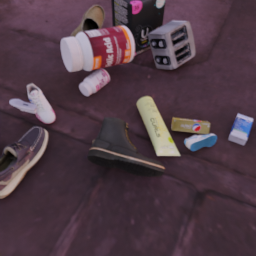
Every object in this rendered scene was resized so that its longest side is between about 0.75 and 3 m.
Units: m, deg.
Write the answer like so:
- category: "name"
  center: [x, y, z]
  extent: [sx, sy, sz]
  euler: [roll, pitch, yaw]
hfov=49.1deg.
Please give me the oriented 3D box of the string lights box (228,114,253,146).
- category: "string lights box"
  center: [4.023, 0.044, 9.987]
  extent: [0.568, 0.326, 1.105]
  euler: [22, 54, 17]

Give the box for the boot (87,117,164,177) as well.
- category: "boot"
  center: [0.087, 0.523, 8.971]
  extent: [2.402, 0.931, 1.662]
  euler: [17, 59, -2]

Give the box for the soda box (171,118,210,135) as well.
- category: "soda box"
  center: [2.195, -0.070, 9.920]
  extent: [1.289, 0.413, 0.437]
  euler: [6, 10, 5]

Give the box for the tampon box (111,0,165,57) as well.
- category: "tampon box"
  center: [0.434, -4.895, 12.639]
  extent: [1.857, 2.478, 1.564]
  euler: [-30, 57, -23]

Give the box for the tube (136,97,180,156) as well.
- category: "tube"
  center: [0.993, -0.035, 9.876]
  extent: [0.728, 0.651, 2.508]
  euler: [-22, 54, 3]

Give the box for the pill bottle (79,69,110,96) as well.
- category: "pill bottle"
  center: [-1.366, -1.827, 11.298]
  extent: [0.674, 0.674, 1.188]
  euler: [33, 59, 24]

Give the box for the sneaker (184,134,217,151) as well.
- category: "sneaker"
  center: [2.503, 0.420, 9.597]
  extent: [1.197, 0.458, 0.483]
  euler: [-11, 27, -22]

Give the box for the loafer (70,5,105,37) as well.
- category: "loafer"
  center: [-1.748, -4.969, 13.512]
  extent: [0.939, 1.059, 2.785]
  euler: [-10, 48, 45]

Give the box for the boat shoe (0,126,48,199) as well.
- category: "boat shoe"
  center: [-3.489, 0.896, 8.782]
  extent: [0.948, 0.854, 2.637]
  euler: [10, 54, 30]

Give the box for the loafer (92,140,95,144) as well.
- category: "loafer"
  center: [-0.696, 0.649, 9.467]
  extent: [1.066, 0.405, 0.359]
  euler: [6, 62, 1]

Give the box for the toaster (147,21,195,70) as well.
- category: "toaster"
  center: [1.922, -3.558, 11.973]
  extent: [1.820, 1.646, 1.080]
  euler: [-34, 35, -22]

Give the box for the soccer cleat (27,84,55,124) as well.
- category: "soccer cleat"
  center: [-3.326, -0.911, 10.422]
  extent: [0.634, 0.783, 1.814]
  euler: [-31, 60, -15]

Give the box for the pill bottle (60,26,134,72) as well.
- category: "pill bottle"
  center: [-1.202, -3.092, 11.065]
  extent: [2.621, 1.496, 1.496]
  euler: [-18, 53, -23]

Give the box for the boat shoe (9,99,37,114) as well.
- category: "boat shoe"
  center: [-3.784, -0.739, 10.081]
  extent: [1.005, 0.328, 0.370]
  euler: [19, 44, 5]
